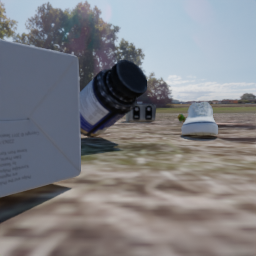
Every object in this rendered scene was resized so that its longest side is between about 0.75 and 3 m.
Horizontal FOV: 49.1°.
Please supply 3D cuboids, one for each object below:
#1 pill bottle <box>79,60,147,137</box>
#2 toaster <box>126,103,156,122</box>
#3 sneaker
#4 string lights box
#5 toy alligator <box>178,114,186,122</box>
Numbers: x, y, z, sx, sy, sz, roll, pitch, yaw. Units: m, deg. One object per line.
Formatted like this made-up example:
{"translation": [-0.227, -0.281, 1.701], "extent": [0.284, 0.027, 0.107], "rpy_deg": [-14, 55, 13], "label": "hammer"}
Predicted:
{"translation": [-0.381, -0.499, 4.953], "extent": [0.842, 0.842, 1.505], "rpy_deg": [-4, -23, -44], "label": "pill bottle"}
{"translation": [0.510, -0.704, 12.790], "extent": [1.228, 0.806, 1.358], "rpy_deg": [-1, 4, -10], "label": "toaster"}
{"translation": [1.485, -0.212, 5.939], "extent": [0.709, 0.687, 1.942], "rpy_deg": [1, 4, 8], "label": "sneaker"}
{"translation": [-1.948, -0.068, 2.127], "extent": [2.938, 0.866, 1.510], "rpy_deg": [2, 4, 34], "label": "string lights box"}
{"translation": [2.330, -0.428, 12.268], "extent": [0.340, 0.247, 1.026], "rpy_deg": [34, 15, 4], "label": "toy alligator"}
